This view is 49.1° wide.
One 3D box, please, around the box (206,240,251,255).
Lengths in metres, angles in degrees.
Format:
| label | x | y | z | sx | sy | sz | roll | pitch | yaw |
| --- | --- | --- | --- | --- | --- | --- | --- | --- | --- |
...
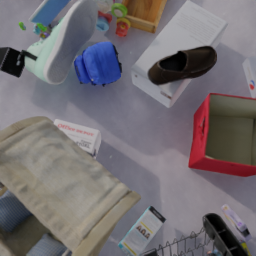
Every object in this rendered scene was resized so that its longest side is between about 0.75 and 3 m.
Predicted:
| label | x | y | z | sx | sy | sz | roll | pitch | yaw |
| --- | --- | --- | --- | --- | --- | --- | --- | --- | --- |
| box | 2.820 | 3.845 | 7.247 | 1.038 | 0.286 | 1.519 | -18 | 76 | -5 |

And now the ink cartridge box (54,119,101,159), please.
| label | x | y | z | sx | sy | sz | roll | pitch | yaw |
| --- | --- | --- | --- | --- | --- | --- | --- | --- | --- |
| ink cartridge box | -1.639 | 0.829 | 7.698 | 1.332 | 0.776 | 1.840 | 15 | 67 | 4 |

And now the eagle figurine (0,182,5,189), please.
| label | x | y | z | sx | sy | sz | roll | pitch | yaw |
| --- | --- | --- | --- | --- | --- | --- | --- | --- | --- |
| eagle figurine | -2.563 | 2.072 | 7.289 | 2.420 | 1.836 | 1.826 | 1 | 117 | 30 |

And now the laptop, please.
| label | x | y | z | sx | sy | sz | roll | pitch | yaw |
| --- | --- | --- | --- | --- | --- | --- | --- | --- | --- |
| laptop | -3.609 | -1.967 | 8.446 | 0.904 | 0.467 | 0.801 | 21 | 73 | -21 |

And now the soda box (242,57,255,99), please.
| label | x | y | z | sx | sy | sz | roll | pitch | yaw |
| --- | --- | --- | --- | --- | --- | --- | --- | --- | --- |
| soda box | 3.955 | -1.539 | 8.640 | 0.406 | 0.434 | 1.275 | -9 | 75 | -2 |

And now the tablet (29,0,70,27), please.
| label | x | y | z | sx | sy | sz | roll | pitch | yaw |
| --- | --- | --- | --- | --- | --- | --- | --- | --- | --- |
| tablet | -2.066 | -3.801 | 8.272 | 1.949 | 1.268 | 0.133 | -43 | 95 | 13 |

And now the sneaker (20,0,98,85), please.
| label | x | y | z | sx | sy | sz | roll | pitch | yaw |
| --- | --- | --- | --- | --- | --- | --- | --- | --- | --- |
| sneaker | -2.095 | -2.722 | 8.264 | 1.626 | 1.014 | 2.757 | 24 | 82 | 34 |

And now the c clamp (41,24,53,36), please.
| label | x | y | z | sx | sy | sz | roll | pitch | yaw |
| --- | --- | --- | --- | --- | --- | --- | --- | --- | --- |
| c clamp | -1.713 | -3.914 | 8.935 | 2.241 | 0.355 | 2.623 | 34 | 97 | 13 |

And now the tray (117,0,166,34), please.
| label | x | y | z | sx | sy | sz | roll | pitch | yaw |
| --- | --- | --- | --- | --- | --- | --- | --- | --- | --- |
| tray | 0.685 | -4.575 | 9.452 | 1.311 | 0.492 | 2.658 | 19 | 76 | 5 |

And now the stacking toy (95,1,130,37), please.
| label | x | y | z | sx | sy | sz | roll | pitch | yaw |
| --- | --- | --- | --- | --- | --- | --- | --- | --- | --- |
| stacking toy | -0.549 | -3.367 | 8.799 | 1.183 | 1.071 | 0.500 | 12 | 73 | 3 |

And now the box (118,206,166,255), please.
| label | x | y | z | sx | sy | sz | roll | pitch | yaw |
| --- | --- | --- | --- | --- | --- | --- | --- | --- | --- |
| box | 0.361 | 2.605 | 7.020 | 0.523 | 0.313 | 1.272 | 42 | 56 | 10 |

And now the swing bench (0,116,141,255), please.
| label | x | y | z | sx | sy | sz | roll | pitch | yaw |
| --- | --- | --- | --- | --- | --- | --- | --- | --- | --- |
| swing bench | -1.811 | 1.733 | 5.821 | 2.874 | 1.875 | 2.889 | 37 | 110 | 16 |

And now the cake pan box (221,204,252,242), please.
| label | x | y | z | sx | sy | sz | roll | pitch | yaw |
| --- | --- | --- | --- | --- | --- | --- | --- | --- | --- |
| cake pan box | 2.706 | 2.364 | 6.980 | 0.200 | 0.705 | 0.766 | -37 | 34 | 0 |

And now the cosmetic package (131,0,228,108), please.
| label | x | y | z | sx | sy | sz | roll | pitch | yaw |
| --- | --- | --- | --- | --- | --- | --- | --- | --- | --- |
| cosmetic package | 1.533 | -2.239 | 8.497 | 1.499 | 1.092 | 2.949 | 37 | 79 | 13 |

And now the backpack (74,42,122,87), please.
| label | x | y | z | sx | sy | sz | roll | pitch | yaw |
| --- | --- | --- | --- | --- | --- | --- | --- | --- | --- |
| backpack | -0.847 | -1.739 | 7.970 | 1.239 | 1.476 | 1.200 | -25 | 106 | -13 |

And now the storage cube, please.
| label | x | y | z | sx | sy | sz | roll | pitch | yaw |
| --- | --- | --- | --- | --- | --- | --- | --- | --- | --- |
| storage cube | 2.720 | 0.287 | 7.442 | 1.998 | 1.796 | 1.708 | 9 | 75 | 2 |

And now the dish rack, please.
| label | x | y | z | sx | sy | sz | roll | pitch | yaw |
| --- | --- | --- | --- | --- | --- | --- | --- | --- | --- |
| dish rack | 1.532 | 3.369 | 6.632 | 2.568 | 0.701 | 1.970 | -16 | 42 | -15 |

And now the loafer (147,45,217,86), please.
| label | x | y | z | sx | sy | sz | roll | pitch | yaw |
| --- | --- | --- | --- | --- | --- | --- | --- | --- | --- |
| loafer | 1.526 | -1.678 | 7.333 | 2.051 | 0.732 | 0.749 | -24 | 80 | -14 |

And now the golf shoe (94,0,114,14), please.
| label | x | y | z | sx | sy | sz | roll | pitch | yaw |
| --- | --- | --- | --- | --- | --- | --- | --- | --- | --- |
| golf shoe | -1.408 | -4.600 | 9.306 | 0.996 | 0.820 | 2.177 | -39 | 77 | -6 |

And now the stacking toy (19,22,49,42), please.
| label | x | y | z | sx | sy | sz | roll | pitch | yaw |
| --- | --- | --- | --- | --- | --- | --- | --- | --- | --- |
| stacking toy | -2.592 | -2.865 | 8.485 | 0.890 | 1.181 | 0.277 | 12 | 80 | 28 |
